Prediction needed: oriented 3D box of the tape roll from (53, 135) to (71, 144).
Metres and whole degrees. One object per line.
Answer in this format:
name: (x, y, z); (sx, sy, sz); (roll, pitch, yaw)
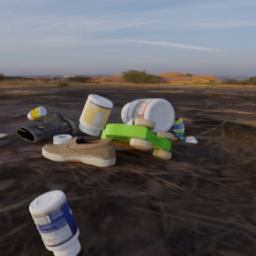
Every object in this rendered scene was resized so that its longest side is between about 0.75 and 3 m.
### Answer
tape roll: (-2.918, 0.539, 12.456); (0.806, 0.282, 0.806); (0, 13, 0)

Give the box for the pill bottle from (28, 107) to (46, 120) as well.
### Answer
pill bottle: (-5.756, -0.871, 17.637); (1.135, 0.620, 0.620); (-20, 3, 24)

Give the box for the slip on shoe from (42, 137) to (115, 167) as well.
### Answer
slip on shoe: (-1.812, 0.728, 10.089); (2.934, 0.889, 1.115); (6, 14, 27)

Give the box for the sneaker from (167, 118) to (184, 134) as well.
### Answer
sneaker: (2.079, 0.000, 14.346); (1.739, 0.715, 0.643); (-7, 34, 41)

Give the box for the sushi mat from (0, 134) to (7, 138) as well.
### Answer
sushi mat: (-6.275, 0.407, 13.651); (0.390, 0.049, 0.816); (2, 12, 12)

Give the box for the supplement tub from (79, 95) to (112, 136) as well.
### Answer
supplement tub: (-1.616, -0.615, 13.733); (1.263, 1.737, 1.263); (22, 15, -6)

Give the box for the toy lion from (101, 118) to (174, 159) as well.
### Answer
toy lion: (0.105, 0.391, 10.062); (2.664, 0.954, 2.779); (5, -13, 30)

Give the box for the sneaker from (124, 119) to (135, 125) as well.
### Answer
sneaker: (0.295, 0.041, 13.057); (0.978, 0.948, 2.678); (-2, 13, -29)

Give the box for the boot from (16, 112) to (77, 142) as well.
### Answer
boot: (-4.133, -0.060, 13.452); (2.518, 1.001, 2.892); (-12, 21, -43)

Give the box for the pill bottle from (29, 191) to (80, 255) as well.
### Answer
pill bottle: (-1.213, 1.700, 4.827); (0.608, 1.094, 0.608); (-16, 15, 4)

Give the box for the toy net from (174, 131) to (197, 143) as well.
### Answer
toy net: (2.565, 0.429, 12.975); (0.777, 0.286, 1.480); (-7, 14, -29)

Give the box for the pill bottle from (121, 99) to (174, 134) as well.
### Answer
pill bottle: (0.884, -0.617, 14.152); (1.656, 1.656, 2.859); (-6, 7, -26)
